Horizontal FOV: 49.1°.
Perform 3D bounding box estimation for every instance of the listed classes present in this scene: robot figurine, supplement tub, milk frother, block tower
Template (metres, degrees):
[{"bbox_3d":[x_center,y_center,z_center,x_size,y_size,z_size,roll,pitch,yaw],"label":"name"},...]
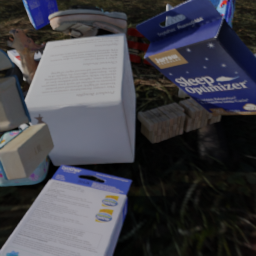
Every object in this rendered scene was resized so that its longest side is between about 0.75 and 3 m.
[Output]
[{"bbox_3d":[-2.577,-0.368,7.663,1.008,1.616,1.214,-4,65,-19],"label":"robot figurine"},{"bbox_3d":[3.044,-1.665,9.422,2.490,1.747,1.747,7,35,10],"label":"supplement tub"},{"bbox_3d":[-4.672,-1.372,7.973,2.461,2.616,2.361,17,83,24],"label":"milk frother"},{"bbox_3d":[1.575,-0.308,8.348,2.632,0.761,0.711,-15,37,-24],"label":"block tower"}]

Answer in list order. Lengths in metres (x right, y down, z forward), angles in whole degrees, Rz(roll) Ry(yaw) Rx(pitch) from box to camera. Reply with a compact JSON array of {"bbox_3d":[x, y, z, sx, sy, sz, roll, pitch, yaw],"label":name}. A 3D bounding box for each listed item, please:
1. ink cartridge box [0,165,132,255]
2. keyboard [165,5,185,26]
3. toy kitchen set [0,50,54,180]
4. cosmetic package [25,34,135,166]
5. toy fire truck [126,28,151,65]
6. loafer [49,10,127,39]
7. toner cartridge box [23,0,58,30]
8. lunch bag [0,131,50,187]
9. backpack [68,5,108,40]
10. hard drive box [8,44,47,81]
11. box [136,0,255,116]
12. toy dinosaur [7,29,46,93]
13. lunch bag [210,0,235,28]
[{"bbox_3d":[-1.099,1.958,5.115,1.748,0.615,2.929,9,38,13],"label":"ink cartridge box"},{"bbox_3d":[1.537,-1.682,5.691,2.232,0.628,0.119,19,-17,-36],"label":"keyboard"},{"bbox_3d":[-1.823,-0.183,3.483,1.215,1.517,0.894,-8,18,9],"label":"toy kitchen set"},{"bbox_3d":[-0.966,-0.690,6.994,2.114,2.102,2.527,-3,48,7],"label":"cosmetic package"},{"bbox_3d":[0.963,-3.617,12.897,2.522,1.414,2.118,16,13,21],"label":"toy fire truck"},{"bbox_3d":[-0.911,-2.683,7.551,0.894,0.782,2.486,0,15,45],"label":"loafer"},{"bbox_3d":[-2.269,-3.266,7.165,0.768,1.618,0.349,-33,81,-14],"label":"toner cartridge box"},{"bbox_3d":[-2.634,0.700,6.939,1.298,0.624,1.618,-6,34,-5],"label":"lunch bag"},{"bbox_3d":[-1.420,-3.599,11.603,1.987,2.592,2.279,-4,26,-18],"label":"backpack"},{"bbox_3d":[-3.736,-2.893,12.037,2.188,0.840,1.706,-24,40,-31],"label":"hard drive box"},{"bbox_3d":[1.484,-1.037,5.088,1.673,2.762,0.448,2,64,56],"label":"box"},{"bbox_3d":[-2.561,-1.741,8.876,1.182,1.867,2.755,20,-3,23],"label":"toy dinosaur"},{"bbox_3d":[2.411,-3.254,7.340,0.977,1.564,2.078,16,82,22],"label":"lunch bag"}]
